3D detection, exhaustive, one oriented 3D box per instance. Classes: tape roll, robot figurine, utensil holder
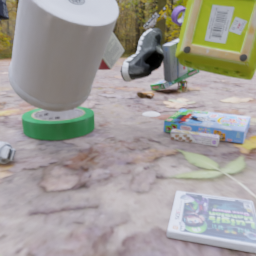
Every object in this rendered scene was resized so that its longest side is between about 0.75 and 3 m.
[{"bbox_3d":[2.409,-5.184,12.979,0.779,0.779,0.331,-9,43,-27],"label":"tape roll"},{"bbox_3d":[-3.382,0.615,7.181,0.977,0.552,0.828,6,-21,20],"label":"robot figurine"},{"bbox_3d":[-1.566,-1.982,6.601,2.165,2.548,2.165,14,50,-18],"label":"utensil holder"},{"bbox_3d":[-2.415,-0.234,9.827,2.451,0.589,2.451,-1,18,0],"label":"tape roll"}]

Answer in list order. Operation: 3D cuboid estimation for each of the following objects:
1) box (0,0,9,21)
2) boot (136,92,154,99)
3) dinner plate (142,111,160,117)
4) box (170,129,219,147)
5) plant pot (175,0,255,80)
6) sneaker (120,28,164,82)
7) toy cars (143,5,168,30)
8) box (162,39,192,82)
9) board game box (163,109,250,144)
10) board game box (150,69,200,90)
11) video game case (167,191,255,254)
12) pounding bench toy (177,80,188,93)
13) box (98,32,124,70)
[{"bbox_3d":[-4.595,-4.282,9.547,0.537,1.032,0.940,-7,10,0],"label":"box"},{"bbox_3d":[0.967,-1.815,15.229,0.885,0.339,0.687,9,20,24],"label":"boot"},{"bbox_3d":[0.975,-0.601,11.834,0.755,0.091,0.755,0,16,0],"label":"dinner plate"},{"bbox_3d":[2.043,0.293,8.653,1.463,0.283,0.303,9,19,25],"label":"box"},{"bbox_3d":[2.691,-2.752,7.913,2.412,2.424,2.200,17,15,18],"label":"plant pot"},{"bbox_3d":[0.767,-2.386,9.039,1.120,0.823,2.476,6,50,35],"label":"sneaker"},{"bbox_3d":[1.329,-4.883,12.565,1.688,0.374,0.757,-45,-2,-31],"label":"toy cars"},{"bbox_3d":[1.784,-2.436,9.738,0.328,1.241,1.591,18,37,37],"label":"box"},{"bbox_3d":[2.756,-0.124,9.672,2.542,0.465,1.923,10,19,26],"label":"board game box"},{"bbox_3d":[2.796,-2.966,16.989,2.575,0.375,1.733,-26,12,-17],"label":"board game box"},{"bbox_3d":[1.475,1.557,4.858,1.431,0.167,1.301,5,19,15],"label":"video game case"},{"bbox_3d":[3.230,-2.488,16.794,0.540,0.678,0.869,7,19,21],"label":"pounding bench toy"},{"bbox_3d":[-1.077,-3.019,10.063,0.896,1.645,1.051,11,60,43],"label":"box"}]
